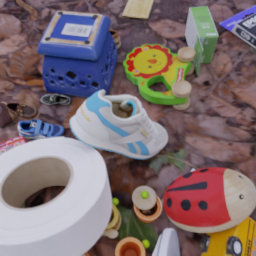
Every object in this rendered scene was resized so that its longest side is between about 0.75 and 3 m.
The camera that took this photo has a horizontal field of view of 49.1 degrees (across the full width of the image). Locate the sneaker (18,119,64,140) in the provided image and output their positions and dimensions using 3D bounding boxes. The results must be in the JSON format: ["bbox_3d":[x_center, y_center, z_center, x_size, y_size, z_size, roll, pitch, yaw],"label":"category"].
[{"bbox_3d":[-2.504,0.052,7.963,1.315,0.541,0.486,0,54,-2],"label":"sneaker"}]

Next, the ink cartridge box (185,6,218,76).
[{"bbox_3d":[2.540,-2.996,9.624,0.661,1.158,2.231,-4,56,-1],"label":"ink cartridge box"}]

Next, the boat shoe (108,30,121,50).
[{"bbox_3d":[-1.279,-3.280,10.070,2.042,0.733,0.773,2,56,1],"label":"boat shoe"}]

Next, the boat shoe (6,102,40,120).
[{"bbox_3d":[-3.032,-0.500,7.987,1.134,0.399,0.399,7,64,30],"label":"boat shoe"}]

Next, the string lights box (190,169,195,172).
[{"bbox_3d":[1.872,1.547,7.102,0.974,0.287,0.500,38,68,22],"label":"string lights box"}]

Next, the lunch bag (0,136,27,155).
[{"bbox_3d":[-3.184,0.578,7.757,0.806,0.330,0.710,-25,55,-16],"label":"lunch bag"}]

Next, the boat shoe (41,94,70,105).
[{"bbox_3d":[-2.274,-0.902,8.678,0.931,0.296,0.329,1,81,5],"label":"boat shoe"}]

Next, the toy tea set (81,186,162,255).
[{"bbox_3d":[-0.351,2.456,6.006,1.770,1.102,2.977,20,59,13],"label":"toy tea set"}]

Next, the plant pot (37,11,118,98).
[{"bbox_3d":[-1.528,-2.350,8.742,2.092,1.881,2.092,8,56,7],"label":"plant pot"}]

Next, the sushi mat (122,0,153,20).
[{"bbox_3d":[0.504,-5.250,11.751,1.054,0.133,2.202,11,57,8],"label":"sushi mat"}]

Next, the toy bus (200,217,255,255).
[{"bbox_3d":[1.963,2.995,5.640,0.982,0.816,2.508,38,56,-20],"label":"toy bus"}]

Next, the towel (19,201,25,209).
[{"bbox_3d":[-2.969,1.876,6.924,0.857,0.211,1.155,-3,55,-1],"label":"towel"}]

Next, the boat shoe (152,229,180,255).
[{"bbox_3d":[0.486,3.161,5.691,0.787,0.886,2.408,-7,37,28],"label":"boat shoe"}]

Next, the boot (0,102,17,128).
[{"bbox_3d":[-3.786,-0.403,8.420,0.762,0.276,0.634,36,61,18],"label":"boot"}]

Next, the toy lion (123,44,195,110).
[{"bbox_3d":[0.940,-1.814,9.159,2.323,0.832,2.424,6,56,12],"label":"toy lion"}]

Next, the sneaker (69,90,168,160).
[{"bbox_3d":[0.111,-0.041,6.862,2.955,1.194,1.131,12,40,-45],"label":"sneaker"}]

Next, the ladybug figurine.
[{"bbox_3d":[1.637,1.504,6.187,2.183,0.785,1.481,-20,39,31],"label":"ladybug figurine"}]

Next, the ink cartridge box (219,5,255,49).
[{"bbox_3d":[5.367,-3.948,10.628,2.642,0.579,2.667,-31,60,-18],"label":"ink cartridge box"}]

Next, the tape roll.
[{"bbox_3d":[-1.838,1.465,6.063,2.946,1.030,2.946,-5,35,3],"label":"tape roll"}]
